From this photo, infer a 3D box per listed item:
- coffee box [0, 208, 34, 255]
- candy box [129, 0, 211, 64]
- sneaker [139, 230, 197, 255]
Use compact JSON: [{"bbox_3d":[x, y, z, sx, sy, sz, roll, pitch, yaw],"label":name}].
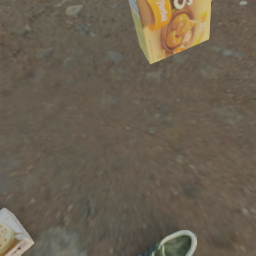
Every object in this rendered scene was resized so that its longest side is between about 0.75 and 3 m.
[{"bbox_3d":[-2.706,2.386,5.405,1.432,0.571,0.819,-38,65,-21],"label":"coffee box"},{"bbox_3d":[0.816,-2.660,5.591,1.527,2.645,0.731,-24,57,0],"label":"candy box"},{"bbox_3d":[0.534,2.479,5.194,1.851,0.831,0.621,-29,62,-17],"label":"sneaker"}]
